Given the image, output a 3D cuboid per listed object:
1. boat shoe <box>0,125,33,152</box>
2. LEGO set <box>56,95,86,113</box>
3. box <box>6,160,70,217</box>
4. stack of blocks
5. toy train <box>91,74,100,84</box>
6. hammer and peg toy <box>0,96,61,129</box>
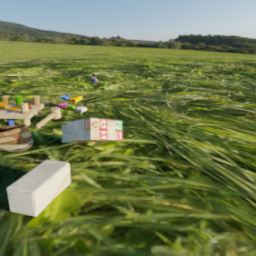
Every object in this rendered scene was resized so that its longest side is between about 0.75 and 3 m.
[{"bbox_3d":[-4.258,0.260,8.855,2.387,0.881,0.903,-3,19,-9],"label":"boat shoe"},{"bbox_3d":[-2.685,-1.273,13.824,1.739,0.663,0.714,14,23,32],"label":"LEGO set"},{"bbox_3d":[-1.940,1.290,6.275,0.689,0.564,1.450,6,19,18],"label":"box"},{"bbox_3d":[-1.245,0.125,8.443,1.140,0.580,1.979,3,-6,-43],"label":"stack of blocks"},{"bbox_3d":[-1.373,-2.024,11.731,0.251,0.338,1.474,30,2,-3],"label":"toy train"},{"bbox_3d":[-4.334,-0.727,11.683,2.722,0.960,2.002,1,18,2],"label":"hammer and peg toy"}]
